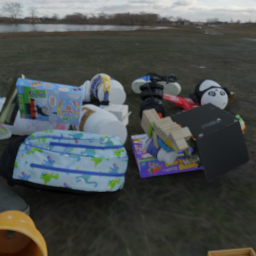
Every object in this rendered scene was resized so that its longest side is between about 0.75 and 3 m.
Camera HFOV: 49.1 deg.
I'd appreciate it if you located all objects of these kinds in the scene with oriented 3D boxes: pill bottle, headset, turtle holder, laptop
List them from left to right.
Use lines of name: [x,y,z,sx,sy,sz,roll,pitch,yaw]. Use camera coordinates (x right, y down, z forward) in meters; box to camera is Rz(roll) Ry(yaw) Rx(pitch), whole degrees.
pill bottle: [-0.998,-0.003,9.547,1.263,1.263,2.209,-13,19,-27]
pill bottle: [-1.012,-1.836,14.028,1.305,1.305,2.352,-9,25,-21]
headset: [1.066,-0.975,10.268,1.323,2.816,1.739,-1,59,4]
pill bottle: [0.888,0.612,7.786,0.537,0.537,0.896,-21,41,-39]
laptop: [2.218,0.295,7.699,1.669,1.033,1.782,-18,39,-27]
turtle holder: [3.854,0.003,10.506,1.028,0.781,0.730,6,40,-8]

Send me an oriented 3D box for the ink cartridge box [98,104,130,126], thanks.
ink cartridge box: [-0.569,-0.468,11.525,1.273,0.797,0.818,7,24,15]

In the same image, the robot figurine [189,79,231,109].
robot figurine: [3.875,-1.564,13.292,1.260,1.517,2.019,37,21,-25]

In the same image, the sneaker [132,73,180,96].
sneaker: [1.757,-2.495,15.829,2.791,1.071,1.553,6,32,29]

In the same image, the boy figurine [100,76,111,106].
boy figurine: [-0.930,-1.589,11.467,0.422,1.309,0.814,0,-17,-9]

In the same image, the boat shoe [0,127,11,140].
boat shoe: [-4.262,0.050,8.560,1.285,0.399,0.463,9,31,-22]

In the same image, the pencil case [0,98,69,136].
pencil case: [-3.714,-0.346,10.551,2.965,1.345,1.232,7,-3,12]

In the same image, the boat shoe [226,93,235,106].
boat shoe: [4.910,-1.489,14.219,0.533,0.623,1.700,12,16,36]

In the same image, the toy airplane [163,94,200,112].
toy airplane: [2.757,-1.069,13.220,2.702,0.497,2.702,14,16,-4]

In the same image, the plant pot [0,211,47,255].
plant pot: [-2.176,2.162,5.002,1.425,1.425,1.305,-6,8,-14]

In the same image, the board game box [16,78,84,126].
board game box: [-2.250,-0.708,8.157,1.779,1.345,0.325,7,48,-9]

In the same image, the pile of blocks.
pile of blocks: [1.036,0.132,7.233,0.631,0.834,2.031,-16,28,-18]

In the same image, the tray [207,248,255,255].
tray: [2.034,2.566,5.369,0.901,0.167,0.444,-2,23,-6]

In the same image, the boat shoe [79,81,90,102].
boat shoe: [-2.409,-2.027,15.128,0.703,0.775,2.107,-2,24,-7]

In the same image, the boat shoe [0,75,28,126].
boat shoe: [-3.454,-0.816,8.651,0.579,1.762,0.630,22,21,-34]

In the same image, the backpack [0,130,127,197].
backpack: [-1.377,0.900,7.111,2.707,2.081,2.208,20,-8,12]

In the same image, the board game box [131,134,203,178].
board game box: [1.490,0.700,8.855,2.559,0.573,1.721,-8,24,-5]

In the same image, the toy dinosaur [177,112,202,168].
toy dinosaur: [1.576,0.494,7.303,0.587,1.090,2.474,-30,26,11]

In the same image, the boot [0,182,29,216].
boot: [-3.393,0.602,6.403,2.589,2.847,1.033,11,15,21]
